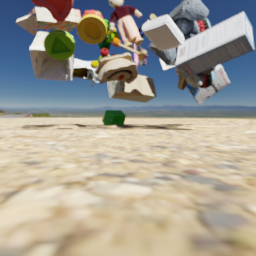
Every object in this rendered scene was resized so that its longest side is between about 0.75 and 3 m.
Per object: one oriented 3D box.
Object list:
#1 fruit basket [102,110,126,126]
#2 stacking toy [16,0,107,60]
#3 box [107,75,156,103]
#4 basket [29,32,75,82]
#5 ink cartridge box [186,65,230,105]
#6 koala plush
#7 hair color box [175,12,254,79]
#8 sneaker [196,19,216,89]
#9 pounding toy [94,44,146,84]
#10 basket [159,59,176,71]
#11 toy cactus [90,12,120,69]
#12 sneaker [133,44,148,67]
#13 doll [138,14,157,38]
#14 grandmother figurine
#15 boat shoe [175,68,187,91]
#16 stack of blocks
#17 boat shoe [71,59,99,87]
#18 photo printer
[{"bbox_3d":[-0.843,-0.494,14.049,1.210,0.873,1.210,13,14,-3],"label":"fruit basket"},{"bbox_3d":[-1.834,-3.073,7.863,1.909,0.891,2.109,-30,-51,24],"label":"stacking toy"},{"bbox_3d":[0.190,-1.846,12.905,2.202,1.046,0.856,1,-18,-40],"label":"box"},{"bbox_3d":[-2.933,-2.797,11.053,1.507,1.212,1.494,4,-38,-4],"label":"basket"},{"bbox_3d":[3.793,-2.196,13.535,1.829,0.770,1.322,-36,-46,13],"label":"ink cartridge box"},{"bbox_3d":[2.202,-2.818,9.841,2.474,2.194,2.273,34,6,-13],"label":"koala plush"},{"bbox_3d":[2.504,-2.386,8.292,2.137,1.058,0.648,-18,-46,38],"label":"hair color box"},{"bbox_3d":[3.116,-3.206,11.774,1.147,2.893,1.382,7,33,31],"label":"sneaker"},{"bbox_3d":[-0.290,-2.136,9.554,1.805,1.036,1.032,-16,-25,-18],"label":"pounding toy"},{"bbox_3d":[1.909,-3.077,12.277,0.910,0.919,0.739,-17,2,28],"label":"basket"},{"bbox_3d":[-1.042,-2.977,10.983,1.493,2.920,2.409,-9,-40,-10],"label":"toy cactus"},{"bbox_3d":[0.643,-3.771,14.367,0.727,1.524,0.602,-4,-25,4],"label":"sneaker"},{"bbox_3d":[0.557,-3.621,10.368,0.364,1.024,1.501,32,-20,-18],"label":"doll"},{"bbox_3d":[-0.127,-3.806,9.782,1.215,2.004,0.607,-23,-6,-9],"label":"grandmother figurine"},{"bbox_3d":[2.186,-2.311,11.189,0.548,1.584,0.584,18,11,29],"label":"boat shoe"},{"bbox_3d":[-2.292,-3.418,8.792,1.405,0.411,0.809,-11,1,-40],"label":"stack of blocks"},{"bbox_3d":[-1.865,-2.604,13.417,2.880,1.064,1.228,7,45,-24],"label":"boat shoe"},{"bbox_3d":[1.024,-2.627,7.946,0.878,0.366,1.055,-3,-27,40],"label":"photo printer"}]
